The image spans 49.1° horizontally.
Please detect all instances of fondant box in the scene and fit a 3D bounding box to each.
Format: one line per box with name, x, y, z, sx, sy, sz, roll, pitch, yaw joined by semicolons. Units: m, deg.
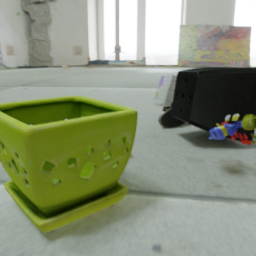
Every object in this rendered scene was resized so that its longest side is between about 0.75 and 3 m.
fondant box;1.593;-1.575;11.958;0.380;1.306;0.942;19;-4;-25

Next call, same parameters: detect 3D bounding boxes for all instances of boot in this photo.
boot;1.815;-0.574;11.393;2.147;0.775;1.622;-28;11;-24

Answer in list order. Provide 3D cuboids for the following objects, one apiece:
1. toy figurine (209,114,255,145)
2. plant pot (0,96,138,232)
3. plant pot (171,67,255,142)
toy figurine;2.295;0.169;6.388;0.847;0.746;1.414;-20;3;-8
plant pot;-1.241;0.537;5.294;2.133;1.936;2.123;-13;20;-38
plant pot;2.634;-0.925;8.966;2.001;2.250;2.256;6;11;-14
